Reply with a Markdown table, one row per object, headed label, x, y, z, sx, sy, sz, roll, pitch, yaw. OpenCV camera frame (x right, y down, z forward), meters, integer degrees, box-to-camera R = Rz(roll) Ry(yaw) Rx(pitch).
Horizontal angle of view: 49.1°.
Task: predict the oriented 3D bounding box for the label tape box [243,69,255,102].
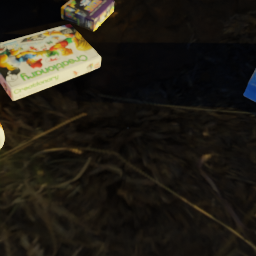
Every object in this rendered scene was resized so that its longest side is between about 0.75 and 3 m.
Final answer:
| label | x | y | z | sx | sy | sz | roll | pitch | yaw |
| --- | --- | --- | --- | --- | --- | --- | --- | --- | --- |
| label tape box | 4.281 | -1.464 | 7.524 | 1.516 | 0.699 | 2.116 | 29 | 69 | 11 |

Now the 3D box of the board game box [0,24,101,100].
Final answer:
| label | x | y | z | sx | sy | sz | roll | pitch | yaw |
| --- | --- | --- | --- | --- | --- | --- | --- | --- | --- |
| board game box | -2.200 | -1.821 | 7.377 | 2.537 | 0.439 | 1.602 | -29 | 66 | -29 |

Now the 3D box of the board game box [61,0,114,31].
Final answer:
| label | x | y | z | sx | sy | sz | roll | pitch | yaw |
| --- | --- | --- | --- | --- | --- | --- | --- | --- | --- |
| board game box | -1.178 | -3.528 | 8.338 | 1.090 | 0.374 | 1.318 | 23 | 54 | 9 |

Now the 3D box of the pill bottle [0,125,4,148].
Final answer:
| label | x | y | z | sx | sy | sz | roll | pitch | yaw |
| --- | --- | --- | --- | --- | --- | --- | --- | --- | --- |
| pill bottle | -4.227 | -0.642 | 6.645 | 1.660 | 1.660 | 2.960 | -27 | 68 | -11 |
